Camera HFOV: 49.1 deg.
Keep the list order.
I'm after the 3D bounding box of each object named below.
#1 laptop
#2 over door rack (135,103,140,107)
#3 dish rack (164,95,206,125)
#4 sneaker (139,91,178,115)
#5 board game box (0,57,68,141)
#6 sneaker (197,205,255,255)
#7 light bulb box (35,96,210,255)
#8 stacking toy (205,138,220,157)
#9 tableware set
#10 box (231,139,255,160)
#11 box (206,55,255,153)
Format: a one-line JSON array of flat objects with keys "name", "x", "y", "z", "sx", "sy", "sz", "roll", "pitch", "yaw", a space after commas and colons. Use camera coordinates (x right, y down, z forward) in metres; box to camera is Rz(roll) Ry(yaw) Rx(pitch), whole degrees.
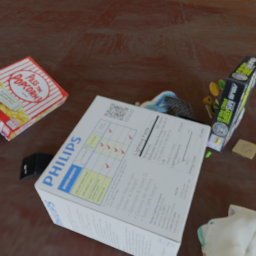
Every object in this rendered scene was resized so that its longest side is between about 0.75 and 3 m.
[{"name": "laptop", "x": -2.577, "y": 1.112, "z": 7.939, "sx": 0.830, "sy": 0.429, "sz": 0.736, "roll": -23, "pitch": 46, "yaw": 15}, {"name": "over door rack", "x": 0.015, "y": 0.139, "z": 8.688, "sx": 2.913, "sy": 0.970, "sz": 2.152, "roll": -28, "pitch": 43, "yaw": -33}, {"name": "dish rack", "x": 1.907, "y": -0.583, "z": 9.659, "sx": 1.245, "sy": 0.443, "sz": 1.623, "roll": 19, "pitch": 39, "yaw": -24}, {"name": "sneaker", "x": 1.178, "y": -0.624, "z": 10.133, "sx": 1.959, "sy": 0.768, "sz": 0.881, "roll": -32, "pitch": 65, "yaw": -34}, {"name": "board game box", "x": -3.817, "y": -1.130, "z": 9.843, "sx": 2.099, "sy": 0.642, "sz": 2.771, "roll": 44, "pitch": 45, "yaw": -1}, {"name": "sneaker", "x": 1.800, "y": 2.451, "z": 5.472, "sx": 1.273, "sy": 1.082, "sz": 2.876, "roll": 28, "pitch": 34, "yaw": 36}, {"name": "light bulb box", "x": 0.044, "y": 1.046, "z": 6.153, "sx": 2.765, "sy": 1.725, "sz": 2.741, "roll": 17, "pitch": 51, "yaw": 15}, {"name": "stacking toy", "x": 2.233, "y": 0.551, "z": 8.152, "sx": 0.574, "sy": 0.762, "sz": 0.179, "roll": 14, "pitch": 36, "yaw": -11}, {"name": "tableware set", "x": 3.297, "y": -1.138, "z": 10.331, "sx": 1.683, "sy": 1.134, "sz": 0.258, "roll": -29, "pitch": 7, "yaw": -41}, {"name": "box", "x": 3.634, "y": 0.663, "z": 8.699, "sx": 0.615, "sy": 0.080, "sz": 0.752, "roll": 24, "pitch": 43, "yaw": 30}, {"name": "box", "x": 3.237, "y": -0.728, "z": 8.584, "sx": 0.542, "sy": 2.450, "sz": 1.963, "roll": 25, "pitch": 42, "yaw": 24}]
